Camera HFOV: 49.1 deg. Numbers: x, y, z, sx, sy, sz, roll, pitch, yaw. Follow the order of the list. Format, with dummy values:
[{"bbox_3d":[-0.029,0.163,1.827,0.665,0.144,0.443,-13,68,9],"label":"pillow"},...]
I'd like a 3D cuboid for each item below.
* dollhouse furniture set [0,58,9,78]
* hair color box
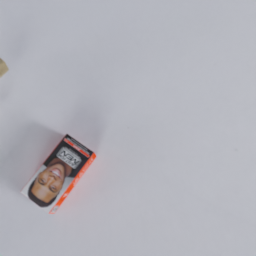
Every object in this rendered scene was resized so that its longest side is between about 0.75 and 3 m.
[{"bbox_3d":[-4.555,-1.312,8.835,1.214,1.355,1.711,6,46,23],"label":"dollhouse furniture set"},{"bbox_3d":[-1.952,1.314,8.074,1.047,0.631,2.062,33,76,10],"label":"hair color box"}]
